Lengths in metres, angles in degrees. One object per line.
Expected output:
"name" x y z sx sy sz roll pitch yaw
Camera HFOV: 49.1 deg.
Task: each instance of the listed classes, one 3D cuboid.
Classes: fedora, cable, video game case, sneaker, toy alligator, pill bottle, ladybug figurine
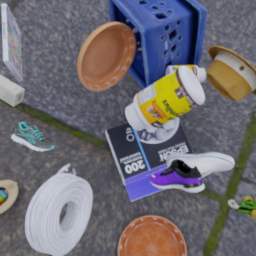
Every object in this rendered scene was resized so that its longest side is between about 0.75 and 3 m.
"fedora" 3.085 -1.499 8.510 2.187 2.187 0.892 43 95 11
"cable" -1.715 2.244 7.327 0.714 2.063 2.064 6 114 27
"video game case" -3.866 -2.788 9.353 0.185 1.471 2.055 -7 75 -6
"sneaker" -2.788 0.247 8.238 1.391 0.540 0.635 19 104 11
"toy alligator" 3.205 2.140 7.475 1.691 0.406 0.560 12 36 -24
"pill bottle" 1.006 -0.755 8.184 2.192 1.198 1.198 -30 72 29
"sneaker" 1.306 1.270 7.929 0.591 1.700 0.845 -30 111 -47
"sneaker" 2.328 1.309 9.100 2.167 0.791 0.767 -2 46 11
"ladybug figurine" -4.726 2.596 10.355 1.574 0.566 1.068 -39 78 -15
"pill bottle" 1.781 -1.616 8.691 1.146 0.626 0.626 -3 74 -8

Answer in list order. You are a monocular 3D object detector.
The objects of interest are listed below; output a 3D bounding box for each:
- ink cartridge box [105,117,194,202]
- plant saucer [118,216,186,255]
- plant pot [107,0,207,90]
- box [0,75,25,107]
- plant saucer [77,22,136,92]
"ink cartridge box" 0.935 0.958 10.847 2.918 0.639 2.945 -20 76 -6
"plant saucer" 0.840 4.378 9.972 2.417 0.390 2.417 0 74 -1
"plant pot" 1.014 -3.163 9.378 2.408 2.679 2.678 -24 54 -10
"box" -3.871 -1.234 8.596 1.289 0.530 0.441 33 36 3
"plant saucer" -0.731 -2.300 9.098 2.363 2.363 0.442 -43 62 -11
